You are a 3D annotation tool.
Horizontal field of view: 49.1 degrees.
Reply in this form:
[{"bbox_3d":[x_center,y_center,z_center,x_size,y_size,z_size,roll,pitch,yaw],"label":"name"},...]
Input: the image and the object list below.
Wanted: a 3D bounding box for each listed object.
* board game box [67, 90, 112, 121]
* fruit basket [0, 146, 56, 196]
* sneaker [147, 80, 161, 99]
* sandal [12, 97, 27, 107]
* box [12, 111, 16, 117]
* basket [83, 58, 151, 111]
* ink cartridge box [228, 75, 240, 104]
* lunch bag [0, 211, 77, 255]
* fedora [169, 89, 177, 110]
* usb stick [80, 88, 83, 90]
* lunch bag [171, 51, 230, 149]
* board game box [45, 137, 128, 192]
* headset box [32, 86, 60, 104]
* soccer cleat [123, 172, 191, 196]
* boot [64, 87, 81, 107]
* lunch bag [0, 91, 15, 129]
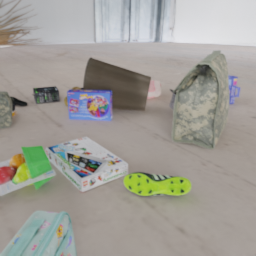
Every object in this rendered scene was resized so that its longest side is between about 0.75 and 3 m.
[{"bbox_3d":[-1.613,-0.961,11.889,1.835,1.234,0.411,3,22,6],"label":"board game box"},{"bbox_3d":[-2.954,1.223,7.387,1.826,0.856,1.691,-26,30,-18],"label":"fruit basket"},{"bbox_3d":[1.068,-2.311,15.628,1.274,0.918,2.438,-10,31,-13],"label":"sneaker"},{"bbox_3d":[-5.626,-1.247,13.938,1.296,0.310,0.487,21,27,16],"label":"sandal"},{"bbox_3d":[-5.370,-0.594,12.389,0.548,0.191,0.920,3,24,7],"label":"box"},{"bbox_3d":[-0.459,-1.824,12.933,2.829,2.551,1.924,10,49,3],"label":"basket"},{"bbox_3d":[4.681,-2.003,14.224,0.785,1.402,2.055,-10,24,-26],"label":"ink cartridge box"},{"bbox_3d":[-1.305,2.133,3.936,0.702,1.462,1.823,2,21,8],"label":"lunch bag"},{"bbox_3d":[2.415,-1.019,12.414,1.650,0.745,1.460,19,19,-18],"label":"fedora"},{"bbox_3d":[-1.765,-2.154,16.062,2.015,0.329,0.559,-2,16,-4],"label":"usb stick"},{"bbox_3d":[2.688,-1.137,9.984,1.758,2.991,2.453,11,25,25],"label":"lunch bag"},{"bbox_3d":[-1.282,0.957,8.248,1.471,0.403,2.331,-16,27,-34],"label":"board game box"},{"bbox_3d":[-4.327,-1.724,14.621,1.296,0.601,1.128,-8,23,-20],"label":"headset box"},{"bbox_3d":[0.734,1.429,7.050,1.699,0.573,0.688,1,-7,19],"label":"soccer cleat"},{"bbox_3d":[-1.934,-1.540,13.958,2.024,0.669,1.773,-1,34,14],"label":"boot"},{"bbox_3d":[-5.629,-0.790,11.221,1.968,1.371,1.651,-10,30,-18],"label":"lunch bag"}]
